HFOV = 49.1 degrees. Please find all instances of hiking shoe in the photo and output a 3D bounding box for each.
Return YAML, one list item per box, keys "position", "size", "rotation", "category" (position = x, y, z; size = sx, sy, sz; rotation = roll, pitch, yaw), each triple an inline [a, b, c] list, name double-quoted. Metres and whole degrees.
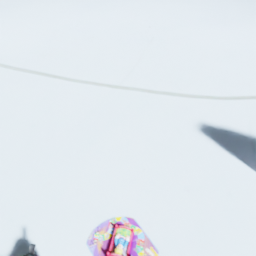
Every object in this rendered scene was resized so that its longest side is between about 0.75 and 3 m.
- position: [-2.382, 3.703, 5.328]
  size: [1.043, 1.386, 2.754]
  rotation: [5, 40, 4]
  category: "hiking shoe"

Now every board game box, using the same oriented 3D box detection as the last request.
- position: [-0.137, 2.957, 7.045]
  size: [1.480, 0.365, 1.873]
  rotation: [-22, 45, -24]
  category: "board game box"
